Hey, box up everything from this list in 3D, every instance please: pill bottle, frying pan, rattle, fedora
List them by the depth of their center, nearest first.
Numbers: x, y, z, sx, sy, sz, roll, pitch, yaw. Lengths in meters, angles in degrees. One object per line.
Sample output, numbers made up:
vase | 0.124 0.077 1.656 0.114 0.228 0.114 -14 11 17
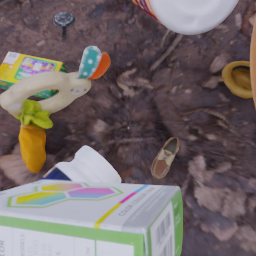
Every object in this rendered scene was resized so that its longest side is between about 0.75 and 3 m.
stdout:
pill bottle | 0.850 -2.962 5.564 1.611 1.611 2.822 -12 32 -6
pill bottle | -1.310 1.542 5.578 1.362 1.362 2.353 39 69 17
rattle | -1.360 -0.466 6.328 2.619 1.705 1.871 -20 59 -4
fedora | 3.027 -1.190 7.369 1.250 0.510 1.250 -1 58 2
frying pan | -2.039 -3.180 8.540 0.650 0.175 1.075 16 62 8

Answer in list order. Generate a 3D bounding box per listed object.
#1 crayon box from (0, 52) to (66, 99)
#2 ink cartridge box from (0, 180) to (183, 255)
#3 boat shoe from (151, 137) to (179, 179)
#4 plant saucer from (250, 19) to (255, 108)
crayon box | -2.590 -1.399 7.489 1.600 0.466 0.950 13 65 6
ink cartridge box | -0.666 0.837 2.353 2.065 1.072 0.612 -1 90 21
boat shoe | 0.869 0.660 6.533 0.419 0.398 1.108 24 66 11
plant saucer | 2.642 -0.792 3.775 2.680 0.433 2.680 0 91 -31
